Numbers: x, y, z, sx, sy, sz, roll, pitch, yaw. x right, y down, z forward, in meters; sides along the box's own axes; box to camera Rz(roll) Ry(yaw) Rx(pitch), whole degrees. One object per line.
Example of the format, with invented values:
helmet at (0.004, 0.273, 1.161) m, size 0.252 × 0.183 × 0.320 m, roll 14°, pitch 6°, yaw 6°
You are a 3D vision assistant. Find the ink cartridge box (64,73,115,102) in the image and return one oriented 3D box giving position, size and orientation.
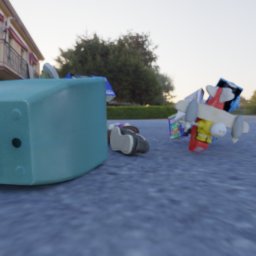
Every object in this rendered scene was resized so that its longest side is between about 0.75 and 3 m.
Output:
ink cartridge box at (-1.634, -1.721, 12.224) m, size 0.514 × 1.094 × 2.327 m, roll -37°, pitch -16°, yaw 31°

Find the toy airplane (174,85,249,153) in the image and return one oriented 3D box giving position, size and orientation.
toy airplane at (2.525, -0.259, 8.243) m, size 1.982 × 1.973 × 1.399 m, roll -23°, pitch 28°, yaw 3°

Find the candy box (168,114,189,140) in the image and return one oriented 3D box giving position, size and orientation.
candy box at (2.164, -0.071, 12.101) m, size 0.397 × 1.032 × 0.872 m, roll 5°, pitch -16°, yaw -26°

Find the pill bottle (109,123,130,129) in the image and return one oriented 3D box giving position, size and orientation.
pill bottle at (-0.509, 0.067, 16.450) m, size 1.223 × 0.686 × 0.686 m, roll 1°, pitch 3°, yaw 31°

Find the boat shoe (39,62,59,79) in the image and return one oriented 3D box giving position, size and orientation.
boat shoe at (-2.931, -1.582, 10.188) m, size 0.625 × 0.726 × 2.015 m, roll -40°, pitch -13°, yaw -25°

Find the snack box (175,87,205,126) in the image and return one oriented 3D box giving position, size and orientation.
snack box at (2.142, -0.789, 9.515) m, size 0.796 × 0.269 × 2.215 m, roll -32°, pitch 11°, yaw 29°

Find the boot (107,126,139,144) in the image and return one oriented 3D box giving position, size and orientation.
boot at (-0.932, 0.353, 10.439) m, size 2.102 × 0.724 × 2.255 m, roll -13°, pitch -6°, yaw 26°

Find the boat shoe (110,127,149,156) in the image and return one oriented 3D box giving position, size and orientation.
boat shoe at (-0.025, 0.463, 9.087) m, size 0.673 × 0.789 × 2.361 m, roll 12°, pitch 4°, yaw -19°

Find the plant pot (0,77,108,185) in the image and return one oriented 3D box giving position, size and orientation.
plant pot at (-1.820, 0.032, 5.689) m, size 2.090 × 2.092 × 2.959 m, roll 1°, pitch 9°, yaw 11°

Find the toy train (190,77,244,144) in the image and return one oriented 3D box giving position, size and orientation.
toy train at (3.290, -0.630, 10.733) m, size 1.203 × 2.775 × 1.585 m, roll 27°, pitch 32°, yaw 7°
